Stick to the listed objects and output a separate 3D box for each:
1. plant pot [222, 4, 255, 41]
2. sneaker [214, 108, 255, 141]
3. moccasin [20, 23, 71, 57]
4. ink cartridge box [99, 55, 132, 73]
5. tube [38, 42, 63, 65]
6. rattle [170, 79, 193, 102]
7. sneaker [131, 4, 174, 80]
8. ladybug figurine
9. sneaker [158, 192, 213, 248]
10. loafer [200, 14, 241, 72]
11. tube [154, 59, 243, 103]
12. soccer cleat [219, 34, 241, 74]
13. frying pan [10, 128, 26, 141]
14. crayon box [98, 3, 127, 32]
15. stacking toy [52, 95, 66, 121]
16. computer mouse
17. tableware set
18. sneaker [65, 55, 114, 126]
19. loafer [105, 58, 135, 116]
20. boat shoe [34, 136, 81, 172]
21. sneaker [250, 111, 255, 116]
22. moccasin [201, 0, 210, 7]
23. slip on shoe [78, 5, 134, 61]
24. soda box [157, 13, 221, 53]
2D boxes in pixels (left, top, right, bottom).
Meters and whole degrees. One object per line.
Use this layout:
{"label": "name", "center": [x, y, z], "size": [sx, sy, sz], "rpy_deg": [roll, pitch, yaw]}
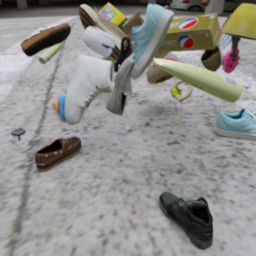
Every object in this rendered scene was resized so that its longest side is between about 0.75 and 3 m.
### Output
{"label": "plant pot", "center": [3.405, -3.022, 8.000], "size": [1.209, 0.858, 1.209], "rpy_deg": [11, 18, -4]}
{"label": "sneaker", "center": [4.609, -0.181, 10.563], "size": [2.550, 1.045, 0.942], "rpy_deg": [2, 29, 4]}
{"label": "moccasin", "center": [-2.406, -2.648, 8.204], "size": [1.557, 0.569, 0.601], "rpy_deg": [-31, 66, 0]}
{"label": "ink cartridge box", "center": [-0.544, -3.205, 13.433], "size": [1.835, 0.544, 0.953], "rpy_deg": [-27, 82, -47]}
{"label": "tube", "center": [-3.034, -3.033, 11.212], "size": [0.398, 0.356, 1.370], "rpy_deg": [6, 45, 34]}
{"label": "rattle", "center": [1.806, -1.219, 8.336], "size": [0.743, 1.040, 0.677], "rpy_deg": [26, 17, -46]}
{"label": "sneaker", "center": [0.494, -2.755, 9.038], "size": [1.002, 2.446, 0.904], "rpy_deg": [34, 27, 9]}
{"label": "ladybug figurine", "center": [1.497, -2.451, 11.860], "size": [1.390, 0.737, 2.048], "rpy_deg": [-34, -9, 41]}
{"label": "sneaker", "center": [1.384, 1.898, 6.731], "size": [0.677, 1.014, 1.770], "rpy_deg": [-11, 28, -24]}
{"label": "loafer", "center": [3.881, -3.543, 11.607], "size": [0.860, 2.552, 0.970], "rpy_deg": [11, 24, -34]}
{"label": "tube", "center": [1.755, -1.285, 7.182], "size": [2.347, 0.681, 0.609], "rpy_deg": [19, 69, -10]}
{"label": "soccer cleat", "center": [3.537, -2.728, 9.932], "size": [0.609, 1.744, 0.753], "rpy_deg": [14, -5, -27]}
{"label": "frying pan", "center": [-4.299, 0.230, 10.781], "size": [0.573, 0.154, 0.948], "rpy_deg": [-1, 25, -1]}
{"label": "crayon box", "center": [-0.856, -5.006, 13.483], "size": [1.342, 0.658, 2.260], "rpy_deg": [-42, 46, 8]}
{"label": "stacking toy", "center": [-2.912, -1.007, 12.455], "size": [1.031, 1.091, 1.879], "rpy_deg": [-16, 18, -35]}
{"label": "computer mouse", "center": [-0.830, -2.718, 9.194], "size": [2.063, 1.131, 0.452], "rpy_deg": [33, 20, 24]}
{"label": "tableware set", "center": [0.924, -3.806, 12.077], "size": [2.311, 2.766, 0.321], "rpy_deg": [-32, 46, -17]}
{"label": "sneaker", "center": [-1.122, -1.076, 8.688], "size": [1.305, 2.259, 0.832], "rpy_deg": [13, 0, 15]}
{"label": "loafer", "center": [-0.106, -1.054, 7.397], "size": [0.551, 1.578, 0.552], "rpy_deg": [28, 30, 13]}
{"label": "boat shoe", "center": [-2.264, 0.700, 9.311], "size": [0.690, 0.689, 1.960], "rpy_deg": [13, 29, 26]}
{"label": "sneaker", "center": [5.262, -0.363, 11.444], "size": [1.404, 0.537, 0.804], "rpy_deg": [2, 34, 16]}
{"label": "moccasin", "center": [3.141, -5.098, 11.269], "size": [0.318, 0.335, 0.868], "rpy_deg": [35, 20, -2]}
{"label": "slip on shoe", "center": [-0.849, -3.810, 11.020], "size": [0.867, 1.088, 2.861], "rpy_deg": [-34, 71, -26]}
{"label": "soda box", "center": [1.788, -3.213, 9.690], "size": [2.557, 0.819, 0.866], "rpy_deg": [7, 56, 38]}
